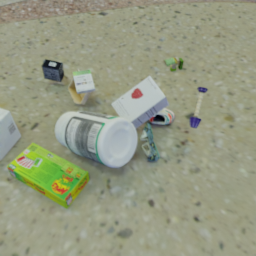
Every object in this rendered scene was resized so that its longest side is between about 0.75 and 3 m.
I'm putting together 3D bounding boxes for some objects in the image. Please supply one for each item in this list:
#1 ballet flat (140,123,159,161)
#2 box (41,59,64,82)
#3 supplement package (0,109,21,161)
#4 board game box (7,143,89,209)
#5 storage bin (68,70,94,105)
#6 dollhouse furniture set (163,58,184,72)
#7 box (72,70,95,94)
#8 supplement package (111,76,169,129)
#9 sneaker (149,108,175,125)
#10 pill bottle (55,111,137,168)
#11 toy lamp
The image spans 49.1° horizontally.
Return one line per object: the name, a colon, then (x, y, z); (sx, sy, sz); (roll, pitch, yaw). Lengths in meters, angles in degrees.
ballet flat: (0.684, 0.488, 9.808); (0.537, 0.537, 1.447); (-10, 62, -9)
box: (-3.238, -2.467, 12.106); (0.788, 0.782, 0.486); (13, 56, 2)
supplement package: (-5.414, -0.001, 9.901); (2.513, 1.429, 1.376); (17, 51, 14)
board game box: (-2.584, 1.498, 9.113); (2.369, 0.564, 1.203); (23, 51, 20)
storage bin: (-1.912, -1.642, 11.427); (0.475, 1.014, 1.007); (7, 41, -41)
dollhouse furniture set: (2.175, -3.231, 13.543); (0.628, 0.481, 0.959); (-12, 48, -11)
box: (-1.598, -1.669, 10.091); (0.655, 0.165, 0.907); (-11, 65, -11)
supplement package: (0.431, -0.810, 9.625); (1.616, 0.968, 0.980); (-36, 72, 5)
sneaker: (0.908, -0.563, 10.827); (1.711, 0.602, 0.800); (23, 28, 22)
pill bottle: (-1.145, 0.251, 9.130); (2.705, 1.530, 1.530); (13, 44, 45)
toy lamp: (1.924, -0.548, 7.705); (0.329, 0.329, 1.129); (13, 88, 11)
